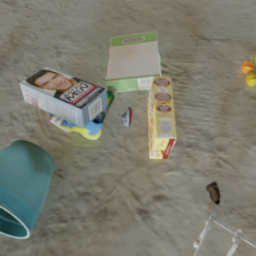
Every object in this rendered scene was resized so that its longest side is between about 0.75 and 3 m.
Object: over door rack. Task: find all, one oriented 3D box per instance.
[{"bbox_3d":[2.599,3.555,7.303,1.905,0.859,2.578,29,27,20],"label":"over door rack"}]

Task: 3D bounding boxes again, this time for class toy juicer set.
[{"bbox_3d":[5.752,-2.085,11.425,1.650,0.706,2.594,-23,61,-14],"label":"toy juicer set"}]

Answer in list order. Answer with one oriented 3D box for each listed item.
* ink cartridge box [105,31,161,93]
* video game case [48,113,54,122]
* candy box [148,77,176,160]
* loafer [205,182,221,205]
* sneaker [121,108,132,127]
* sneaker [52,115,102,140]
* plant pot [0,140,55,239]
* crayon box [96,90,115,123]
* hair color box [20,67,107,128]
[{"bbox_3d":[0.244,-2.729,11.450,2.107,0.694,2.896,-5,49,9],"label":"ink cartridge box"},{"bbox_3d":[-2.699,-0.934,11.041,1.017,0.124,1.423,-16,59,-10],"label":"video game case"},{"bbox_3d":[1.134,-0.355,9.856,0.704,1.469,2.546,4,58,-3],"label":"candy box"},{"bbox_3d":[2.679,2.021,8.588,0.388,1.062,0.379,-30,43,1],"label":"loafer"},{"bbox_3d":[-0.086,-0.397,10.113,0.384,0.804,0.319,17,37,13],"label":"sneaker"},{"bbox_3d":[-1.706,-0.270,9.809,1.783,0.936,0.675,21,34,-18],"label":"sneaker"},{"bbox_3d":[-3.380,1.645,8.277,2.346,2.346,2.204,16,47,10],"label":"plant pot"},{"bbox_3d":[-1.613,-1.055,10.587,1.884,0.486,1.184,20,71,11],"label":"crayon box"},{"bbox_3d":[-2.202,-1.117,9.608,2.709,0.821,1.341,23,46,23],"label":"hair color box"}]
